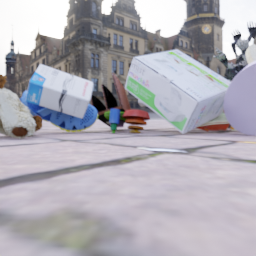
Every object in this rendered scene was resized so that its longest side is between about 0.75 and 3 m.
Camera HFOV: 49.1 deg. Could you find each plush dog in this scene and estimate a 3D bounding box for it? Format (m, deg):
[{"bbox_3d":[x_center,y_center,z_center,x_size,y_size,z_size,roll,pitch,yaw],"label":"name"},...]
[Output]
[{"bbox_3d":[-2.963,-0.306,6.785,1.802,1.446,1.547,0,-21,-1],"label":"plush dog"}]

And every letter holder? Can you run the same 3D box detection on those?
[{"bbox_3d":[-0.633,-1.017,10.524,1.053,1.488,2.094,-16,-13,9],"label":"letter holder"}]

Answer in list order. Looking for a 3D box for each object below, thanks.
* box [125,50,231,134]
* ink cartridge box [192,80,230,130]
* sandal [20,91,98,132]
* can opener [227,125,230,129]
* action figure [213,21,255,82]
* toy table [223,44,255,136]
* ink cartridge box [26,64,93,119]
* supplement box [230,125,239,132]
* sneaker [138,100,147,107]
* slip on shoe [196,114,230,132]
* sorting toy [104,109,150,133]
[{"bbox_3d":[1.585,-1.258,8.596,2.198,1.205,2.491,-23,53,-40],"label":"box"},{"bbox_3d":[3.300,-1.000,10.952,1.642,1.635,2.260,-5,12,40],"label":"ink cartridge box"},{"bbox_3d":[-2.268,-0.573,8.797,2.638,1.048,1.148,9,-20,-3],"label":"sandal"},{"bbox_3d":[3.681,-0.141,11.236,0.401,0.318,1.208,20,-12,-26],"label":"can opener"},{"bbox_3d":[3.598,-2.417,9.362,1.189,2.331,1.385,36,-27,-30],"label":"action figure"},{"bbox_3d":[3.576,-1.027,6.974,1.461,2.293,2.494,-38,-7,-24],"label":"toy table"},{"bbox_3d":[-1.907,-1.042,7.996,1.630,0.686,1.178,17,33,-12],"label":"ink cartridge box"},{"bbox_3d":[4.544,-0.456,9.655,1.854,1.169,0.682,-1,4,-8],"label":"supplement box"},{"bbox_3d":[1.295,-1.628,10.832,1.045,0.917,2.608,-3,30,46],"label":"sneaker"},{"bbox_3d":[2.503,-0.117,9.179,1.752,0.536,0.649,-3,33,-5],"label":"slip on shoe"},{"bbox_3d":[-0.145,-0.142,8.756,1.059,0.723,1.763,11,-9,-40],"label":"sorting toy"}]
